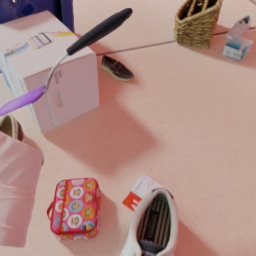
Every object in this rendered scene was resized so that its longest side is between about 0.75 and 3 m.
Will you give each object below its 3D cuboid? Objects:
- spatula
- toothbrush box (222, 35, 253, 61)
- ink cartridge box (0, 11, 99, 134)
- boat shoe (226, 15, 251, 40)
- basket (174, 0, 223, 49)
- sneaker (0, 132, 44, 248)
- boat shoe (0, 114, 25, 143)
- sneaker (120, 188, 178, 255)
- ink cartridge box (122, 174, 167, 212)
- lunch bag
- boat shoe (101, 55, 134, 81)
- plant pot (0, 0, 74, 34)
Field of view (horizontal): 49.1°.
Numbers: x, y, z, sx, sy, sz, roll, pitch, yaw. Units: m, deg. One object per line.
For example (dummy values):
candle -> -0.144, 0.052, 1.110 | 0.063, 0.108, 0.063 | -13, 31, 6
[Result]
spatula -> -1.058, -0.995, 4.477 | 2.787, 0.286, 0.788 | -37, 23, 14
toothbrush box -> 3.749, -2.745, 9.583 | 0.648, 0.377, 0.885 | 31, 56, 24
ink cartridge box -> -2.219, -1.552, 7.531 | 1.843, 1.876, 2.548 | -29, 55, -23
boat shoe -> 4.127, -3.762, 10.410 | 0.535, 0.475, 1.453 | 28, 54, 22
basket -> 2.478, -4.129, 10.000 | 1.521, 1.588, 2.131 | 15, 51, 13
sneaker -> -2.500, 0.570, 3.702 | 2.665, 0.982, 1.540 | 13, 65, -8
boat shoe -> -2.890, 0.677, 6.385 | 0.778, 0.684, 2.185 | 1, 50, -1
sneaker -> 0.220, 2.369, 4.618 | 1.083, 1.050, 2.967 | 7, 52, 6
ink cartridge box -> 0.354, 1.458, 6.029 | 0.648, 0.227, 0.797 | 30, 51, 23
lunch bag -> -1.115, 1.631, 5.704 | 1.072, 0.499, 1.217 | -5, 48, 2
boat shoe -> -0.366, -1.894, 8.811 | 1.282, 0.416, 0.461 | 35, 57, 27
plant pot -> -3.276, -3.827, 9.014 | 2.550, 2.836, 2.836 | -19, 51, -23
